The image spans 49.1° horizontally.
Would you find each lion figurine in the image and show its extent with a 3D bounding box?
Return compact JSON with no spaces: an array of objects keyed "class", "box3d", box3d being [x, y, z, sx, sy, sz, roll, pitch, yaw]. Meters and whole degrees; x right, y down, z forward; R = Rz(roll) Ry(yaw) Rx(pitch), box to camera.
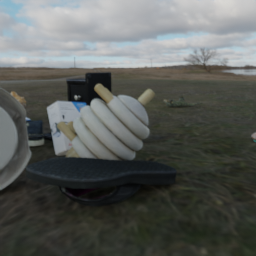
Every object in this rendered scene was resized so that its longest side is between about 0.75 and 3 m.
[{"class":"lion figurine","box3d":[-3.579,-0.256,7.646,1.742,0.631,1.067,-43,13,-22]}]

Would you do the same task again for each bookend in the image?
[{"class":"bookend","box3d":[-1.585,-0.621,8.476,2.108,2.121,0.977,10,16,36]}]

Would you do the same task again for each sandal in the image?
[{"class":"sandal","box3d":[-0.304,0.980,4.932,2.890,0.692,1.086,7,6,-34]}]

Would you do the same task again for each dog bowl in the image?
[{"class":"dog bowl","box3d":[-2.856,0.213,5.130,2.092,2.092,0.613,-7,-4,-29]}]

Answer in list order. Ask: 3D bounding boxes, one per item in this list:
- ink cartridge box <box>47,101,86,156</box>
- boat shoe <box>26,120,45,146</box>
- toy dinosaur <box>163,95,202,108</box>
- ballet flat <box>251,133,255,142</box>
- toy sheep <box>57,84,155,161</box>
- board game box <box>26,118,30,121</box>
[{"class":"ink cartridge box","box3d":[-1.450,0.008,7.147,0.916,1.251,0.537,-2,-17,-47]},{"class":"boat shoe","box3d":[-3.652,-0.116,8.675,2.703,0.836,1.012,15,12,34]},{"class":"toy dinosaur","box3d":[2.957,-1.479,16.069,2.335,0.554,1.029,-4,28,-18]},{"class":"ballet flat","box3d":[5.115,0.023,8.390,2.651,0.892,0.902,1,13,8]},{"class":"toy sheep","box3d":[-0.397,0.036,5.986,1.678,2.435,1.678,44,8,-8]},{"class":"board game box","box3d":[-4.490,-0.173,10.522,1.263,0.353,1.236,-9,15,-35]}]
